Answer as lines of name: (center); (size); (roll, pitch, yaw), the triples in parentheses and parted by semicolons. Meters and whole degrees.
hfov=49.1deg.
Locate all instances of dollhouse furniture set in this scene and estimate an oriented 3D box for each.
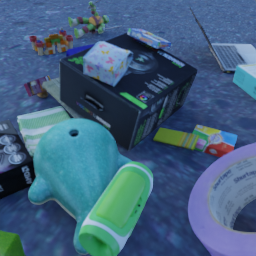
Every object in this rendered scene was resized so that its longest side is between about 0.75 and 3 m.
dollhouse furniture set: (-2.838, 2.233, 3.575); (2.568, 1.289, 1.683); (6, 37, 9)

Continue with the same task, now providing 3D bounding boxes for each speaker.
speaker: (-0.127, 1.241, 4.460); (0.695, 0.695, 1.572); (15, 38, 19)

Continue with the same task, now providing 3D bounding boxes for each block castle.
block castle: (-3.324, -3.802, 12.179); (1.653, 0.775, 1.104); (-20, 41, -25)

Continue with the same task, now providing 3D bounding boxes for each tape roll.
tape roll: (2.110, 1.255, 4.304); (2.191, 0.931, 2.191); (-31, 21, 14)

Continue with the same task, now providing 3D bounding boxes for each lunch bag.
lunch bag: (-0.444, -1.542, 6.507); (0.842, 0.631, 0.993); (23, 55, 10)

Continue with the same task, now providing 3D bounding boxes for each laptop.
laptop: (3.989, -3.539, 11.022); (2.999, 1.738, 2.808); (1, 37, 1)

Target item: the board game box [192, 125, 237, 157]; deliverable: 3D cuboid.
board game box: (2.124, 0.334, 7.056); (1.054, 0.212, 0.806); (17, 40, 21)

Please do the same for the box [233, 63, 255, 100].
box: (4.535, -1.219, 8.787); (1.075, 0.642, 2.612); (-9, 37, -12)

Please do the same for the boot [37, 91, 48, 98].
boot: (-2.843, -1.305, 9.165); (0.330, 0.339, 0.898); (-8, 41, -23)

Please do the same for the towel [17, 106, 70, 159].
towel: (-2.111, 0.053, 7.432); (1.410, 0.216, 1.849); (-16, 39, -22)

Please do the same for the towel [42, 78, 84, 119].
towel: (-1.202, -1.021, 8.568); (2.085, 0.374, 2.165); (-25, 54, -34)

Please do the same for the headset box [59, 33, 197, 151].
headset box: (-0.072, -1.135, 7.639); (2.584, 1.377, 2.967); (36, 48, 21)

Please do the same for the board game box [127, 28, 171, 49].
board game box: (0.603, -2.574, 8.051); (1.084, 0.187, 0.733); (35, 32, 27)

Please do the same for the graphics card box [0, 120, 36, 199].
graphics card box: (-3.566, 0.957, 5.779); (2.899, 0.737, 1.819); (-21, 41, -27)

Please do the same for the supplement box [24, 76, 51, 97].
supplement box: (-2.790, -1.308, 8.762); (0.762, 0.421, 0.326); (-28, 15, -31)

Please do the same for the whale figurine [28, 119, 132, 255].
whale figurine: (-0.839, 0.884, 5.293); (2.108, 1.375, 2.650); (-13, 47, -17)

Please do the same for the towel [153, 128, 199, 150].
towel: (1.206, 0.263, 7.050); (1.077, 0.097, 0.463); (13, 51, 31)

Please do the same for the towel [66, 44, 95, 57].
towel: (-0.891, -2.676, 10.714); (2.625, 0.650, 1.938); (-15, 38, -17)

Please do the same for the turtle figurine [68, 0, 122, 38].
turtle figurine: (-1.711, -5.233, 13.384); (2.016, 1.496, 2.079); (-26, 26, -17)
